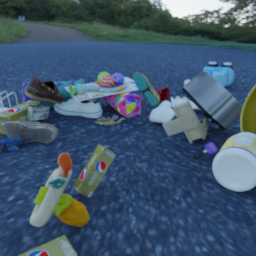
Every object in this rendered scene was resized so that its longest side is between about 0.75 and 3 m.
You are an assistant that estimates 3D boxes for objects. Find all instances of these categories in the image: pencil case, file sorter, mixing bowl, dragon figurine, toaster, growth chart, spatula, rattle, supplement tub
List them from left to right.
[{"bbox_3d":[-5.215,-0.895,10.900,1.534,0.955,1.064,7,30,11],"label":"file sorter"},{"bbox_3d":[-3.563,0.506,8.694,1.200,0.353,0.597,-5,22,-12],"label":"dragon figurine"},{"bbox_3d":[-3.362,-1.566,12.783,2.807,1.195,1.297,-5,38,-13],"label":"pencil case"},{"bbox_3d":[-0.964,1.207,4.831,1.180,1.651,1.075,39,33,-3],"label":"rattle"},{"bbox_3d":[-0.290,-1.248,12.198,1.096,1.096,2.479,-10,24,-23],"label":"pencil case"},{"bbox_3d":[1.563,-1.542,13.231,0.437,0.806,0.806,18,28,38],"label":"mixing bowl"},{"bbox_3d":[2.674,-1.056,12.361,1.616,0.143,1.170,6,34,8],"label":"growth chart"},{"bbox_3d":[2.202,0.700,8.114,1.190,0.336,0.122,-17,-17,-45],"label":"spatula"},{"bbox_3d":[3.048,-0.904,9.946,1.707,1.120,1.888,26,24,-47],"label":"toaster"},{"bbox_3d":[2.828,0.783,7.000,1.091,1.091,1.501,13,24,29],"label":"supplement tub"}]

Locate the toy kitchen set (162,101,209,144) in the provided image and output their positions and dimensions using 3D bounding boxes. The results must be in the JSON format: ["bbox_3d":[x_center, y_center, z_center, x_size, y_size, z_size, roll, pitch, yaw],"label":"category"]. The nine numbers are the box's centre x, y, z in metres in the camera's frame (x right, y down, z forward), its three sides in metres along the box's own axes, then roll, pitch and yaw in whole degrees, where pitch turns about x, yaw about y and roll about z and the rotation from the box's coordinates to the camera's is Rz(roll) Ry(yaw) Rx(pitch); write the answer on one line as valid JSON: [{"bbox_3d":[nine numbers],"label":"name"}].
[{"bbox_3d":[1.888,-0.265,9.444,1.074,1.317,1.188,-21,16,30],"label":"toy kitchen set"}]

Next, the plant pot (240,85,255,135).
[{"bbox_3d":[5.007,-0.230,8.074,1.939,2.732,2.732,20,14,-23],"label":"plant pot"}]

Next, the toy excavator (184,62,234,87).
[{"bbox_3d":[4.655,-2.768,15.994,2.574,1.322,2.648,7,31,19],"label":"toy excavator"}]

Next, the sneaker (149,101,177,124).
[{"bbox_3d":[1.637,-0.524,11.056,1.025,0.653,1.774,18,29,21],"label":"sneaker"}]

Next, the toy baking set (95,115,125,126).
[{"bbox_3d":[-0.702,-0.319,11.058,1.222,0.142,0.938,-3,22,-7],"label":"toy baking set"}]

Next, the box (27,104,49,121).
[{"bbox_3d":[-3.462,-0.609,10.839,0.188,0.596,1.082,14,10,17],"label":"box"}]

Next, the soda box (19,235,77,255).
[{"bbox_3d":[-1.530,2.227,4.106,1.553,0.526,0.497,-14,26,-31],"label":"soda box"}]

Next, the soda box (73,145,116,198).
[{"bbox_3d":[-0.771,0.976,6.387,0.367,1.146,0.388,35,-7,-27],"label":"soda box"}]

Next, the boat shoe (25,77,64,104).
[{"bbox_3d":[-3.102,-1.442,10.990,0.797,0.796,2.264,26,5,11],"label":"boat shoe"}]

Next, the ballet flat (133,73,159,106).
[{"bbox_3d":[0.759,-1.610,11.320,0.576,1.629,0.576,-32,21,13],"label":"ballet flat"}]

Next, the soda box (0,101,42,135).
[{"bbox_3d":[-4.069,-0.420,10.555,0.658,0.696,2.055,8,23,17],"label":"soda box"}]

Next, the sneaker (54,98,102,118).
[{"bbox_3d":[-2.119,-0.988,11.772,2.352,0.833,0.859,7,24,24],"label":"sneaker"}]

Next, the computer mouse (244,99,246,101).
[{"bbox_3d":[5.889,-1.227,13.267,0.517,0.207,0.943,3,22,4],"label":"computer mouse"}]

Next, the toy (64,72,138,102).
[{"bbox_3d":[-0.998,-1.887,11.653,2.968,0.701,1.709,-17,33,-23],"label":"toy"}]

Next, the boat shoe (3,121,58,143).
[{"bbox_3d":[-3.233,0.111,9.366,1.839,0.696,0.660,11,19,3],"label":"boat shoe"}]
